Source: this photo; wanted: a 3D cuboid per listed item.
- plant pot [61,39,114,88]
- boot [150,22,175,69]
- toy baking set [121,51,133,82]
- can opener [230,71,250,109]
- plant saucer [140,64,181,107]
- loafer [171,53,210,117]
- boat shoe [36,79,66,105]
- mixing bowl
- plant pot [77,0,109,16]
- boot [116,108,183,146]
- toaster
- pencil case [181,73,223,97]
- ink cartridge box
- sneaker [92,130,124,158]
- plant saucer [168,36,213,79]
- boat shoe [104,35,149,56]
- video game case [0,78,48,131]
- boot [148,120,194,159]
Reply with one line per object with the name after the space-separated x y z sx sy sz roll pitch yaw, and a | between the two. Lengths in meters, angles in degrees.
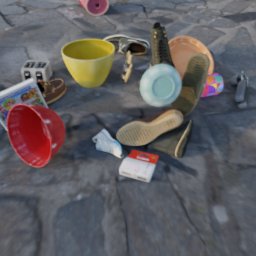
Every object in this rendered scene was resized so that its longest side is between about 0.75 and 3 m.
-1.711 -2.751 12.445 2.266 1.609 2.266 0 38 0 | plant pot
1.174 -2.612 9.950 1.029 1.838 2.657 -8 29 -6 | boot
-0.035 -2.587 12.122 0.178 1.533 1.177 7 46 -14 | toy baking set
4.763 -1.644 12.050 0.812 0.647 2.427 -15 28 37 | can opener
1.059 -1.282 8.738 1.367 1.367 0.263 -7 21 -8 | plant saucer
2.345 -1.525 10.115 0.992 2.608 0.879 36 44 18 | loafer
-3.481 -1.439 11.384 0.936 0.935 2.659 11 39 22 | boat shoe
-2.658 0.111 8.604 1.949 1.949 1.056 24 29 26 | mixing bowl
-2.431 -9.481 20.193 2.603 2.603 2.330 -10 56 -12 | plant pot
0.808 -0.082 9.785 2.263 0.819 1.882 -17 7 12 | boot
-4.156 -2.567 12.895 1.159 0.760 1.281 3 39 2 | toaster
2.826 -1.655 11.686 2.233 0.987 0.987 -14 41 -13 | pencil case
0.361 1.094 8.800 0.958 0.336 1.179 13 45 15 | ink cartridge box
-0.692 0.632 9.240 0.637 0.551 1.469 -28 38 -22 | sneaker
2.713 -3.000 12.806 2.467 0.462 2.467 5 73 -16 | plant saucer
-0.182 -4.362 14.946 2.597 0.932 0.878 7 35 5 | boat shoe
-3.354 -0.467 9.054 1.487 2.077 0.187 -29 52 -15 | video game case
1.518 0.217 9.625 1.194 0.669 1.726 12 39 23 | boot
